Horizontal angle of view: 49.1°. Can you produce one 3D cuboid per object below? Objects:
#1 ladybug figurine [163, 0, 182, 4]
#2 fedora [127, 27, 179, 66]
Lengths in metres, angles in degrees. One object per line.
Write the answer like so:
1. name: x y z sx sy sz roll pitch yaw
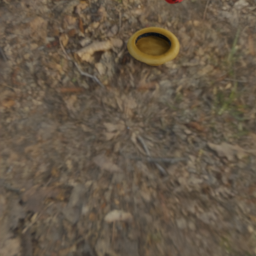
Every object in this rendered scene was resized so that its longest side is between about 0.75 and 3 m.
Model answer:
1. ladybug figurine: 1.609 -4.626 9.403 0.525 1.458 0.990 45 111 12
2. fedora: 0.870 -2.730 9.854 1.807 0.737 1.807 -1 62 2
